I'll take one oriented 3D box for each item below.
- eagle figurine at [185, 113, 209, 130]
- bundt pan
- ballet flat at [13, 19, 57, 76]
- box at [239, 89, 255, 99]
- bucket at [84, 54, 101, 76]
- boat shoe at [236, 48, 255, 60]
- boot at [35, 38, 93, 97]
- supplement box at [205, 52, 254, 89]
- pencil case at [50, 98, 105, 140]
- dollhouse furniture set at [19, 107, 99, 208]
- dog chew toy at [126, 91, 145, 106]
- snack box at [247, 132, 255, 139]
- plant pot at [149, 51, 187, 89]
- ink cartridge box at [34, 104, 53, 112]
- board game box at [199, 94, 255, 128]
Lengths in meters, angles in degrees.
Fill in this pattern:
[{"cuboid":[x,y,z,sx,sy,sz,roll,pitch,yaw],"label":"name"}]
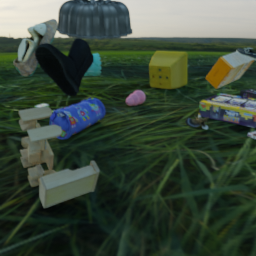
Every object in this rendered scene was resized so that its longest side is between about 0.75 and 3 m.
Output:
[{"cuboid":[2.864,-0.266,11.383,0.670,0.666,0.883,36,-24,-16],"label":"eagle figurine"},{"cuboid":[-0.898,-3.040,7.632,2.127,0.798,2.127,3,30,-2],"label":"bundt pan"},{"cuboid":[-3.636,-3.367,10.989,0.941,2.766,0.930,10,-18,30],"label":"ballet flat"},{"cuboid":[6.192,-1.307,13.569,0.757,0.873,1.428,-9,23,-27],"label":"box"},{"cuboid":[-1.812,-3.094,13.790,0.757,1.164,1.164,-7,21,-18],"label":"bucket"},{"cuboid":[4.641,-2.895,10.745,0.379,0.313,1.012,-24,45,-27],"label":"boat shoe"},{"cuboid":[-2.339,-2.765,10.800,0.964,2.523,2.120,1,56,25],"label":"boot"},{"cuboid":[4.267,-2.463,11.683,1.875,1.182,0.690,-25,66,-35],"label":"supplement box"},{"cuboid":[-1.951,-0.449,10.867,1.027,1.143,2.631,-35,0,31],"label":"pencil case"},{"cuboid":[-1.736,0.724,6.817,1.277,1.803,1.963,-14,52,-30],"label":"dollhouse furniture set"},{"cuboid":[0.345,-1.472,14.371,0.723,0.723,1.161,18,35,40],"label":"dog chew toy"},{"cuboid":[4.933,0.230,10.435,0.991,0.120,0.356,-10,22,-26],"label":"snack box"},{"cuboid":[2.516,-3.686,18.537,2.245,2.245,1.980,11,33,28],"label":"plant pot"},{"cuboid":[-3.961,-0.902,13.314,0.784,0.297,0.579,10,22,27],"label":"ink cartridge box"},{"cuboid":[4.815,-0.839,12.534,2.545,0.722,2.104,17,28,39],"label":"board game box"}]
